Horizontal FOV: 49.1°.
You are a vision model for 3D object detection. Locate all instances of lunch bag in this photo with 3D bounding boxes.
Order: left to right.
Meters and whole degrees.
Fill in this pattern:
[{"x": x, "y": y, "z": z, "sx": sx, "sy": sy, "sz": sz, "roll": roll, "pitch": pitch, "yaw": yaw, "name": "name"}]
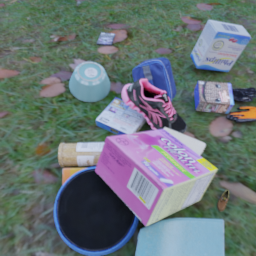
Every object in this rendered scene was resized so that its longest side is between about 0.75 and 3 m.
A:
[{"x": 1.033, "y": -1.667, "z": 11.116, "sx": 1.377, "sy": 2.027, "sz": 1.341, "roll": -9, "pitch": 18, "yaw": 26, "name": "lunch bag"}]

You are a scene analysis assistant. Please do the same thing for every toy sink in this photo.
[{"x": 1.704, "y": 0.860, "z": 9.680, "sx": 1.600, "sy": 0.897, "sz": 1.043, "roll": 22, "pitch": 51, "yaw": 25, "name": "toy sink"}]

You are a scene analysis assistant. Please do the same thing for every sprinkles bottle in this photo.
[{"x": -1.093, "y": 0.908, "z": 9.644, "sx": 2.482, "sy": 0.847, "sz": 0.847, "roll": -1, "pitch": 48, "yaw": 0, "name": "sprinkles bottle"}]

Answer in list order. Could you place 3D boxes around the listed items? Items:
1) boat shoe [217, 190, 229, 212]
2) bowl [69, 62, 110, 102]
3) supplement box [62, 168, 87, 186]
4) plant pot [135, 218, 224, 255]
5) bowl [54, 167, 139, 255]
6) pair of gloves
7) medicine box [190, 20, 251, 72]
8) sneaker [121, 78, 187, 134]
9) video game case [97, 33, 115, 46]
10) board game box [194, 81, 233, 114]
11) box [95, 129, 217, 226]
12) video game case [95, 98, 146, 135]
[{"x": 2.996, "y": 2.270, "z": 8.824, "sx": 0.272, "sy": 0.257, "sz": 0.757, "roll": 20, "pitch": 51, "yaw": 17, "name": "boat shoe"}, {"x": -1.653, "y": -2.129, "z": 12.075, "sx": 1.835, "sy": 0.960, "sz": 1.835, "roll": 3, "pitch": 59, "yaw": -5, "name": "bowl"}, {"x": -0.889, "y": 1.649, "z": 8.914, "sx": 2.296, "sy": 0.790, "sz": 0.764, "roll": -1, "pitch": 78, "yaw": 1, "name": "supplement box"}, {"x": 1.161, "y": 3.355, "z": 6.803, "sx": 1.992, "sy": 1.956, "sz": 1.951, "roll": 6, "pitch": 48, "yaw": 12, "name": "plant pot"}, {"x": -0.896, "y": 2.316, "z": 7.999, "sx": 2.489, "sy": 0.488, "sz": 2.489, "roll": 1, "pitch": 71, "yaw": -2, "name": "bowl"}, {"x": 4.881, "y": -0.981, "z": 11.669, "sx": 1.806, "sy": 0.251, "sz": 2.027, "roll": -6, "pitch": 46, "yaw": 7, "name": "pair of gloves"}, {"x": 4.099, "y": -3.630, "z": 12.624, "sx": 1.773, "sy": 1.947, "sz": 1.002, "roll": 2, "pitch": 49, "yaw": -18, "name": "medicine box"}, {"x": 1.147, "y": -0.736, "z": 10.134, "sx": 2.864, "sy": 1.366, "sz": 1.132, "roll": 36, "pitch": 56, "yaw": -13, "name": "sneaker"}, {"x": -1.208, "y": -4.873, "z": 15.394, "sx": 0.815, "sy": 0.108, "sz": 1.140, "roll": 7, "pitch": 49, "yaw": 6, "name": "video game case"}, {"x": 3.503, "y": -1.260, "z": 11.547, "sx": 1.374, "sy": 0.665, "sz": 1.095, "roll": 4, "pitch": 60, "yaw": -1, "name": "board game box"}, {"x": 0.784, "y": 1.173, "z": 7.750, "sx": 2.466, "sy": 1.192, "sz": 2.169, "roll": -5, "pitch": 35, "yaw": -44, "name": "box"}, {"x": -0.202, "y": -0.378, "z": 11.141, "sx": 1.632, "sy": 0.371, "sz": 1.479, "roll": 24, "pitch": 54, "yaw": 21, "name": "video game case"}]
